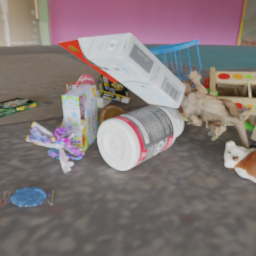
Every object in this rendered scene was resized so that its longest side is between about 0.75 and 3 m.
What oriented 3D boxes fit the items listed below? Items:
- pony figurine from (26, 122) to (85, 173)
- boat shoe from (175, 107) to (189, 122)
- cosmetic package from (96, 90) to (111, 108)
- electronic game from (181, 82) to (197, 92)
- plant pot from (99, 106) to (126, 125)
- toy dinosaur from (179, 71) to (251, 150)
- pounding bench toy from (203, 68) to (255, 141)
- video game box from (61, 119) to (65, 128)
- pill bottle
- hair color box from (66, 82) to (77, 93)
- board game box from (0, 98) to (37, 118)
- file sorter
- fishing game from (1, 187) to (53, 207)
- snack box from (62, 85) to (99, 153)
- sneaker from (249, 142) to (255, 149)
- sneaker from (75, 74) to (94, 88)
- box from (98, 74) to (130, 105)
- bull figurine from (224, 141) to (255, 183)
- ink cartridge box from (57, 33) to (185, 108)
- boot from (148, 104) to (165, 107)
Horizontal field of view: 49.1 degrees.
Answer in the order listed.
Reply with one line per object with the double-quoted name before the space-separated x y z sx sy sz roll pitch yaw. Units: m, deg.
"pony figurine" -1.704 0.364 6.972 1.525 1.270 1.472 25 -12 -14
"boat shoe" 2.360 -0.723 10.746 2.090 0.655 0.766 -17 27 -37
"cosmetic package" -1.144 -1.404 12.778 0.734 0.450 1.778 12 24 15
"electronic game" 2.444 -1.902 13.686 1.884 0.392 1.884 -4 26 2
"plant pot" -0.408 -0.221 8.962 1.097 1.097 0.151 -14 -8 -32
"toy dinosaur" 2.244 -0.559 7.757 2.913 1.250 1.974 32 13 8
"pounding bench toy" 3.419 -0.685 9.270 1.946 1.550 2.495 4 44 13
"video game box" -1.759 -0.134 9.762 1.033 0.265 1.134 0 21 -7
"pill bottle" 0.452 0.127 7.546 1.326 1.326 2.396 18 28 39
"hair color box" -2.366 -1.908 13.788 0.432 0.716 1.411 14 25 32
"board game box" -5.173 -0.764 11.412 1.328 0.297 2.535 16 26 31
"file sorter" 2.010 -3.208 13.771 1.784 1.577 2.571 -26 21 -33
"fishing game" -2.054 1.446 5.788 0.998 0.155 0.714 2 20 -17
"snack box" -1.356 -0.316 8.275 0.559 1.652 1.393 5 21 12
"sneaker" 4.016 0.688 7.065 0.749 0.640 1.825 -20 30 -36
"sneaker" -1.559 -1.096 9.735 0.626 1.553 0.580 9 11 -12
"box" -0.644 -1.731 12.484 1.265 0.391 1.585 11 35 -18
"bull figurine" 3.314 0.843 6.136 1.492 0.800 2.458 -39 38 -6
"ink cartridge box" -0.323 -1.427 7.308 2.933 0.693 2.348 12 -12 45
"boot" 0.647 -0.290 9.036 0.815 1.059 2.216 15 25 33
